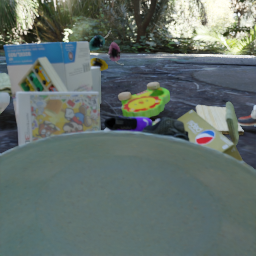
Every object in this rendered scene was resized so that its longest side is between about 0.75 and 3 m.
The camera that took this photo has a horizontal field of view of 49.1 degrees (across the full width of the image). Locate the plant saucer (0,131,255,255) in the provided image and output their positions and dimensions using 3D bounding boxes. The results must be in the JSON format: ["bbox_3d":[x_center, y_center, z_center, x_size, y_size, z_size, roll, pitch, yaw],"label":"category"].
[{"bbox_3d":[-0.018,0.808,1.978,2.195,2.195,0.423,1,34,4],"label":"plant saucer"}]

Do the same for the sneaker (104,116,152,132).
[{"bbox_3d":[-0.039,-0.057,5.465,1.000,0.348,0.497,-2,-14,31],"label":"sneaker"}]

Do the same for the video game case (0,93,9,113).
[{"bbox_3d":[-2.807,-0.190,4.240,1.526,0.192,1.677,-4,-11,-38],"label":"video game case"}]

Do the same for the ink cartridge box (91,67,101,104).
[{"bbox_3d":[-2.227,-1.542,10.532,1.982,1.434,1.459,6,20,22],"label":"ink cartridge box"}]

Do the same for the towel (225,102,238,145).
[{"bbox_3d":[2.089,-0.094,5.595,0.141,0.770,0.572,-9,41,29],"label":"towel"}]

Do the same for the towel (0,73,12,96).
[{"bbox_3d":[-4.844,-1.319,9.105,2.201,0.541,2.966,-14,22,-23],"label":"towel"}]

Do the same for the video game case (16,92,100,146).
[{"bbox_3d":[-1.155,0.028,4.873,1.425,1.297,0.163,-5,7,-31],"label":"video game case"}]

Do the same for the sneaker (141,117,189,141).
[{"bbox_3d":[0.859,0.465,4.609,0.806,1.207,2.107,29,-4,-39],"label":"sneaker"}]

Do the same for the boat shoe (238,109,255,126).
[{"bbox_3d":[3.633,-0.350,7.589,1.358,0.425,0.483,-11,11,45],"label":"boat shoe"}]

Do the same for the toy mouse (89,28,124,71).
[{"bbox_3d":[-0.958,-3.138,11.196,1.890,1.680,0.366,7,16,-25],"label":"toy mouse"}]

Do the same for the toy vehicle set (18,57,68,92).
[{"bbox_3d":[-1.696,-0.555,6.194,1.050,1.691,0.224,-34,-1,39],"label":"toy vehicle set"}]

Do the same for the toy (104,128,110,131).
[{"bbox_3d":[-0.101,0.061,7.557,0.994,0.235,0.572,3,21,20],"label":"toy"}]

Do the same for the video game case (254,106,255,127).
[{"bbox_3d":[4.839,-0.336,8.847,1.565,0.197,2.186,7,19,21],"label":"video game case"}]

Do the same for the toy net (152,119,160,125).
[{"bbox_3d":[0.845,-0.115,8.183,0.489,0.180,0.932,8,19,23],"label":"toy net"}]

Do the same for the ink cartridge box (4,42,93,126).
[{"bbox_3d":[-2.065,-1.162,7.833,1.678,2.320,1.708,1,17,15],"label":"ink cartridge box"}]

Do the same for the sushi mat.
[{"bbox_3d":[2.729,-0.299,8.626,1.129,0.143,2.361,6,21,7],"label":"sushi mat"}]

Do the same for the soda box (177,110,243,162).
[{"bbox_3d":[1.544,0.272,5.652,0.553,0.586,1.729,-35,28,3],"label":"soda box"}]

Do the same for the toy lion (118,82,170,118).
[{"bbox_3d":[0.611,-0.848,9.343,1.855,0.637,1.778,-22,28,-18],"label":"toy lion"}]
